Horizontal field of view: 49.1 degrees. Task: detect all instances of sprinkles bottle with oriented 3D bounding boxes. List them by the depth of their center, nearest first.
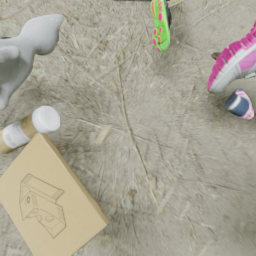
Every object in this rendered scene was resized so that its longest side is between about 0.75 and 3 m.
[{"bbox_3d":[-2.344,0.074,6.369,1.745,0.595,0.595,-22,68,29],"label":"sprinkles bottle"}]

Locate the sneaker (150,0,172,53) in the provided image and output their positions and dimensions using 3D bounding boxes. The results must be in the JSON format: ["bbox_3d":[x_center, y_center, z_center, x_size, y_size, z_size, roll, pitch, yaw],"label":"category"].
[{"bbox_3d":[1.026,-2.917,7.951,0.573,0.626,1.494,7,105,42],"label":"sneaker"}]

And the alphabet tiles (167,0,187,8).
[{"bbox_3d":[1.347,-3.978,8.045,0.974,0.044,1.165,-5,68,41],"label":"alphabet tiles"}]

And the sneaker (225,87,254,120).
[{"bbox_3d":[1.787,-0.371,4.453,0.401,0.343,0.978,40,31,5],"label":"sneaker"}]

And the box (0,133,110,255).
[{"bbox_3d":[-1.168,1.075,3.973,1.297,0.169,1.586,-45,74,18],"label":"box"}]

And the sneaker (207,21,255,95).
[{"bbox_3d":[2.955,-1.603,6.442,1.160,2.629,1.069,37,37,-10],"label":"sneaker"}]

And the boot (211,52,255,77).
[{"bbox_3d":[2.884,-1.877,7.368,1.340,0.500,0.649,20,109,-10],"label":"boot"}]

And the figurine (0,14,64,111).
[{"bbox_3d":[-2.912,-1.471,6.115,2.853,1.228,2.784,-10,36,30],"label":"figurine"}]
